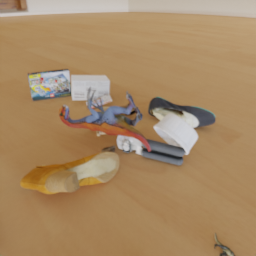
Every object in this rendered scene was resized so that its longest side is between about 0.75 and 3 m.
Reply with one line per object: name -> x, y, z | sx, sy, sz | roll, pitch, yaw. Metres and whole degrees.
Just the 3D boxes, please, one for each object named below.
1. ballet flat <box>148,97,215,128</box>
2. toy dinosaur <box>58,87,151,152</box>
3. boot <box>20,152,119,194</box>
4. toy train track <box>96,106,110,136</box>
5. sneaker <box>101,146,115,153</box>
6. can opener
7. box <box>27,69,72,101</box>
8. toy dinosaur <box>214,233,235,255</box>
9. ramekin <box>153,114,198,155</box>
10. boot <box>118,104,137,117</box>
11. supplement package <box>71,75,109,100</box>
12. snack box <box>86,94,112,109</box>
ballet flat -> 2.000, -0.452, 11.127 | 2.775, 1.014, 1.014 | 20, 35, 26
toy dinosaur -> -1.002, -0.281, 9.345 | 2.699, 1.562, 2.974 | -23, 57, 12
boot -> -1.629, 1.216, 8.172 | 1.843, 0.906, 2.574 | -1, 9, 34
toy train track -> -0.901, -0.246, 11.203 | 1.558, 0.442, 2.717 | -6, 23, 0
sneaker -> -0.645, 0.845, 9.282 | 0.373, 0.400, 1.059 | -12, 0, 13
can opener -> 0.719, 0.624, 9.370 | 2.388, 0.628, 0.794 | 14, 25, 22
box -> -3.754, -2.074, 13.515 | 1.904, 1.300, 0.359 | -10, 31, -17
toy dinosaur -> 2.101, 2.685, 6.184 | 0.372, 0.200, 0.844 | -1, 25, -32
ramekin -> 1.564, 0.169, 9.034 | 0.680, 1.396, 1.396 | -48, 44, -7
boot -> -0.171, -0.646, 11.724 | 1.220, 0.449, 0.460 | -26, 43, -15
supplement package -> -1.824, -1.930, 13.301 | 1.700, 0.943, 1.324 | -1, 21, -13
snack box -> -1.328, -1.187, 12.734 | 1.134, 0.138, 0.408 | -21, 52, -7
